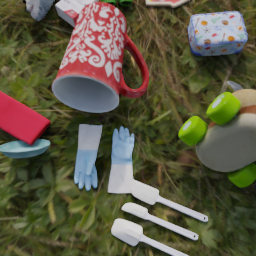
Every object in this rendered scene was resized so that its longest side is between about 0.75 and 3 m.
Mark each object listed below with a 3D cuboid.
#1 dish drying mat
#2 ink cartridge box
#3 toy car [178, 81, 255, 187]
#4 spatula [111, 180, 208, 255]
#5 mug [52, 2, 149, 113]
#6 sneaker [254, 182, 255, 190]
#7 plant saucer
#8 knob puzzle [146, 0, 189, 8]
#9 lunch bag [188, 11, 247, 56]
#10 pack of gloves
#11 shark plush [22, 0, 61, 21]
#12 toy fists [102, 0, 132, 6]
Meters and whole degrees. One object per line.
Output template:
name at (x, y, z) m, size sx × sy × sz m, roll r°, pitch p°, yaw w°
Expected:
dish drying mat at (-3.777, -0.447, 8.769) m, size 2.635 × 0.240 × 1.012 m, roll 28°, pitch 68°, yaw 11°
ink cartridge box at (-1.810, -4.364, 10.069) m, size 0.919 × 0.519 × 1.252 m, roll 41°, pitch 75°, yaw 14°
toy car at (3.169, -0.241, 8.008) m, size 2.318 × 2.226 × 2.821 m, roll 39°, pitch 46°, yaw -6°
spatula at (0.886, 2.627, 7.692) m, size 2.342 × 0.188 × 1.628 m, roll 23°, pitch 69°, yaw 5°
mug at (-0.783, -2.076, 8.732) m, size 2.576 × 1.936 × 2.902 m, roll 25°, pitch 60°, yaw -32°
sneaker at (4.260, 2.202, 7.538) m, size 0.905 × 1.401 × 2.582 m, roll -17°, pitch 101°, yaw -9°
plant saucer at (-2.909, 0.599, 7.937) m, size 1.374 × 1.374 × 0.247 m, roll -3°, pitch 101°, yaw -1°
knob puzzle at (1.655, -5.457, 10.588) m, size 2.282 × 0.316 × 2.282 m, roll 0°, pitch 69°, yaw 0°
lunch bag at (3.050, -3.261, 9.574) m, size 1.901 × 0.718 × 1.523 m, roll -4°, pitch 68°, yaw 0°
pack of gloves at (-0.685, 0.831, 8.211) m, size 1.728 × 0.406 × 2.057 m, roll 1°, pitch 70°, yaw 2°
shark plush at (-2.749, -5.018, 10.405) m, size 1.145 × 1.249 × 2.749 m, roll 45°, pitch 53°, yaw -6°
toy fists at (-0.409, -4.779, 10.310) m, size 1.133 × 0.390 × 0.578 m, roll -6°, pitch 77°, yaw -4°
